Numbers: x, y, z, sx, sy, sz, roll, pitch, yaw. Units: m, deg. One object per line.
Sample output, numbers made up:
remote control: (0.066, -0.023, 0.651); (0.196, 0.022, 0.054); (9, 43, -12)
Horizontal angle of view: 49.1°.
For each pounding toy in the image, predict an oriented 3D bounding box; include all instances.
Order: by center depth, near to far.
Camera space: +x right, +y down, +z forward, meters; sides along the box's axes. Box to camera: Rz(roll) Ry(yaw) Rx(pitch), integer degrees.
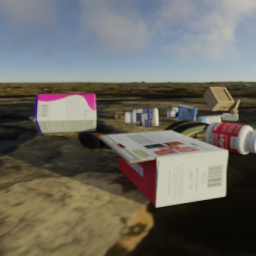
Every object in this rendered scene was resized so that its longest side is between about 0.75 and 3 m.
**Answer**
pounding toy: (5.072, -1.244, 14.787); (1.536, 0.800, 1.748); (-2, 55, -24)

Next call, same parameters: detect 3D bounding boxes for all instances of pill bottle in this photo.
pill bottle: (3.499, 0.344, 9.230); (0.938, 0.938, 1.670); (-9, 13, -42)
pill bottle: (0.617, -0.445, 12.631); (1.422, 0.789, 0.789); (-3, 9, 9)

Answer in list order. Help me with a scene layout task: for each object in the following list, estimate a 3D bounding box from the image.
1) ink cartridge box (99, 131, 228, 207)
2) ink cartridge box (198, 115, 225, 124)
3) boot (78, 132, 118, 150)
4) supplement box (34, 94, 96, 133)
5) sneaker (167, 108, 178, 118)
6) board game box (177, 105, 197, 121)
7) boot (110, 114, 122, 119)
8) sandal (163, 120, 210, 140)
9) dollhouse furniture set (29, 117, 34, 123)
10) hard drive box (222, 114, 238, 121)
ink cartridge box: (0.604, 0.789, 6.392); (2.120, 1.013, 2.415); (-3, 10, -18)
ink cartridge box: (4.390, -0.386, 14.725); (1.256, 0.426, 0.723); (-5, 8, 2)
boot: (-0.874, 0.345, 10.429); (1.521, 0.553, 1.616); (3, 9, 19)
supplement box: (-2.737, -0.641, 12.535); (2.568, 1.299, 1.327); (-2, -25, -7)
sneaker: (3.098, -0.907, 17.993); (0.789, 0.552, 1.366); (9, 20, 27)
board game box: (2.937, -0.582, 14.105); (0.213, 0.982, 0.977); (-11, 21, -44)
boot: (-0.828, -0.720, 17.288); (0.651, 0.321, 0.838); (5, 11, 26)
sandal: (1.773, 0.378, 9.838); (2.832, 0.808, 1.125); (-23, 23, -27)
dollhouse furniture set: (-4.463, -0.944, 15.596); (1.873, 1.329, 1.484); (-6, 11, -30)
hard drive box: (6.144, -0.656, 16.887); (0.848, 0.326, 0.661); (5, 11, 26)
